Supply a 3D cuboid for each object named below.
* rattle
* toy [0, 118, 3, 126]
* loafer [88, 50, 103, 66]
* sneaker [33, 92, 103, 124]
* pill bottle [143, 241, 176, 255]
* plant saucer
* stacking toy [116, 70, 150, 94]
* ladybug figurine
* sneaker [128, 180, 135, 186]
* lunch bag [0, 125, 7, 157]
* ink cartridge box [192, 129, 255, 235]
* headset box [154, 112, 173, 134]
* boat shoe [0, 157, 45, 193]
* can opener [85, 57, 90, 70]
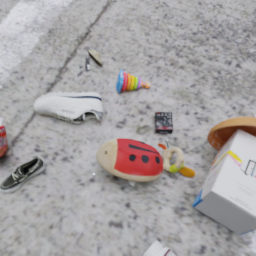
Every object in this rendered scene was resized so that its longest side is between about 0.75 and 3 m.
[{"bbox_3d":[1.850,1.114,10.667,1.080,0.984,1.512,5,22,-20],"label":"rattle"},{"bbox_3d":[-6.066,-0.104,11.470,1.563,0.369,0.900,-2,58,-1],"label":"toy"},{"bbox_3d":[-1.516,-3.440,13.542,0.404,0.447,1.182,-34,63,-13],"label":"loafer"},{"bbox_3d":[-2.477,-0.760,11.544,2.867,1.095,1.154,-4,71,1],"label":"sneaker"},{"bbox_3d":[1.190,4.203,8.438,1.493,0.852,0.852,38,65,22],"label":"pill bottle"},{"bbox_3d":[4.177,0.347,9.768,2.717,2.717,0.508,13,65,8],"label":"plant saucer"},{"bbox_3d":[0.282,-1.991,12.532,1.533,0.841,0.889,7,57,-12],"label":"stacking toy"},{"bbox_3d":[0.178,1.048,9.960,2.587,0.931,1.756,12,34,-17],"label":"ladybug figurine"},{"bbox_3d":[0.184,1.678,10.283,0.377,0.357,0.936,-18,57,18],"label":"sneaker"},{"bbox_3d":[-4.897,0.423,10.317,0.576,1.405,1.237,-2,100,-9],"label":"lunch bag"},{"bbox_3d":[3.687,1.784,9.263,1.854,1.887,2.563,30,61,10],"label":"ink cartridge box"},{"bbox_3d":[1.457,-0.171,11.507,0.717,0.372,0.963,0,59,0],"label":"headset box"},{"bbox_3d":[-3.901,1.654,10.114,1.822,0.580,0.644,-36,62,-8],"label":"boat shoe"},{"bbox_3d":[-1.958,-3.115,13.434,0.222,0.278,0.832,-4,58,-2],"label":"can opener"}]
